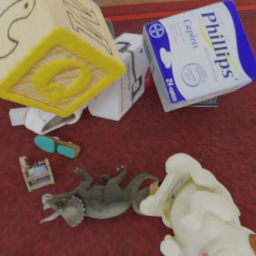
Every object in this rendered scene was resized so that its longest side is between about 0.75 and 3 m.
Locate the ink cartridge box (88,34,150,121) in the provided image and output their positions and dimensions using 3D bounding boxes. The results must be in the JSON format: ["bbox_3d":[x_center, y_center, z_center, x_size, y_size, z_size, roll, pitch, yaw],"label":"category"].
[{"bbox_3d":[-0.263,-1.945,10.358,1.223,2.130,2.933,15,40,21],"label":"ink cartridge box"}]

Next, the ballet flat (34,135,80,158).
[{"bbox_3d":[-2.135,0.528,8.646,1.489,0.505,0.539,14,20,16],"label":"ballet flat"}]

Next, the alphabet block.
[{"bbox_3d":[-2.057,-2.257,7.655,2.627,2.613,2.676,18,43,-53],"label":"alphabet block"}]

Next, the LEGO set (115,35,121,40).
[{"bbox_3d":[-0.575,-4.776,15.205,0.882,0.664,1.147,6,39,8],"label":"LEGO set"}]

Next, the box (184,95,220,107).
[{"bbox_3d":[2.367,-1.904,11.036,2.079,1.311,2.115,-1,38,1],"label":"box"}]

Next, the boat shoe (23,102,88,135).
[{"bbox_3d":[-2.048,-0.586,9.656,1.020,1.042,2.944,35,52,27],"label":"boat shoe"}]

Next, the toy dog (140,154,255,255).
[{"bbox_3d":[1.668,2.145,5.674,2.430,1.749,2.507,28,17,-30],"label":"toy dog"}]

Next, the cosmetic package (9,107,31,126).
[{"bbox_3d":[-3.549,-0.418,9.738,0.978,0.496,0.348,-8,28,-10],"label":"cosmetic package"}]

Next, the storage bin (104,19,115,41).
[{"bbox_3d":[-1.737,-2.761,11.213,1.842,2.743,1.996,14,37,35],"label":"storage bin"}]

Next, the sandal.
[{"bbox_3d":[0.901,1.618,7.176,1.812,0.489,0.728,-17,41,-20],"label":"sandal"}]

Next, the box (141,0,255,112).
[{"bbox_3d":[2.222,-2.253,9.048,2.907,1.525,2.673,-18,84,-2],"label":"box"}]

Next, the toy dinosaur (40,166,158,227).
[{"bbox_3d":[-0.634,1.706,6.880,2.775,1.068,1.419,0,49,-9],"label":"toy dinosaur"}]

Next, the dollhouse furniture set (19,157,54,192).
[{"bbox_3d":[-2.556,1.072,7.710,0.697,0.693,0.989,-17,41,-20],"label":"dollhouse furniture set"}]
